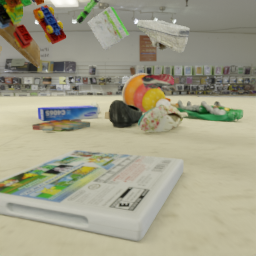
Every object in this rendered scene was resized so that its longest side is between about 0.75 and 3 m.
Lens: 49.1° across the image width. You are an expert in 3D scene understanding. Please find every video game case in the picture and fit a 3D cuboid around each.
[{"bbox_3d":[-0.382,0.617,3.305,1.759,0.212,1.930,3,9,21],"label":"video game case"}]

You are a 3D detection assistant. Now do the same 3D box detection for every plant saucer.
[{"bbox_3d":[-3.461,-2.854,8.180,2.588,0.458,2.588,41,-7,6],"label":"plant saucer"}]

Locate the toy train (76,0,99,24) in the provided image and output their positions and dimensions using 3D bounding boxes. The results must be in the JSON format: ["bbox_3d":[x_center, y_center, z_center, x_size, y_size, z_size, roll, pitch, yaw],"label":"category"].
[{"bbox_3d":[-1.231,-3.644,8.605,0.222,0.301,1.066,34,-53,-25],"label":"toy train"}]

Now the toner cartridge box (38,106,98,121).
[{"bbox_3d":[-2.353,-0.593,10.974,2.124,0.459,1.009,-5,10,-27],"label":"toner cartridge box"}]

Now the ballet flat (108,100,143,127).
[{"bbox_3d":[0.002,-0.604,9.673,0.983,0.840,2.958,1,8,7],"label":"ballet flat"}]

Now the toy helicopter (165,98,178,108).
[{"bbox_3d":[2.475,-1.051,14.406,1.674,0.660,1.107,12,0,6],"label":"toy helicopter"}]

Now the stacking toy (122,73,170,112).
[{"bbox_3d":[1.098,-1.336,13.513,2.005,2.005,2.744,-4,28,-27],"label":"stacking toy"}]

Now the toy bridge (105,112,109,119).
[{"bbox_3d":[-0.406,-0.602,11.710,0.682,0.276,2.029,1,8,10],"label":"toy bridge"}]

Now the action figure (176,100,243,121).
[{"bbox_3d":[3.148,-0.661,10.763,1.650,0.764,2.794,-2,11,-37],"label":"action figure"}]

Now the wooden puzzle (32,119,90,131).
[{"bbox_3d":[-1.960,-0.075,8.431,1.244,0.147,2.097,3,9,21],"label":"wooden puzzle"}]

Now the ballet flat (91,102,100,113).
[{"bbox_3d":[-1.601,-0.985,13.492,0.579,0.579,1.668,-1,8,-8],"label":"ballet flat"}]

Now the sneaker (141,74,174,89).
[{"bbox_3d":[0.647,-0.971,5.951,0.759,0.284,0.306,11,43,41],"label":"sneaker"}]

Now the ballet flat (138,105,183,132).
[{"bbox_3d":[1.039,-0.246,7.849,0.679,0.804,2.125,33,25,19],"label":"ballet flat"}]

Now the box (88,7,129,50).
[{"bbox_3d":[-0.828,-4.172,11.796,1.171,1.327,0.642,-29,15,19],"label":"box"}]

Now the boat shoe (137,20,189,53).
[{"bbox_3d":[1.249,-3.569,10.901,1.037,1.021,2.923,-11,31,-29],"label":"boat shoe"}]

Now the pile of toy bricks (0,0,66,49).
[{"bbox_3d":[-2.708,-2.931,6.635,1.418,2.555,1.261,-36,11,-30],"label":"pile of toy bricks"}]
